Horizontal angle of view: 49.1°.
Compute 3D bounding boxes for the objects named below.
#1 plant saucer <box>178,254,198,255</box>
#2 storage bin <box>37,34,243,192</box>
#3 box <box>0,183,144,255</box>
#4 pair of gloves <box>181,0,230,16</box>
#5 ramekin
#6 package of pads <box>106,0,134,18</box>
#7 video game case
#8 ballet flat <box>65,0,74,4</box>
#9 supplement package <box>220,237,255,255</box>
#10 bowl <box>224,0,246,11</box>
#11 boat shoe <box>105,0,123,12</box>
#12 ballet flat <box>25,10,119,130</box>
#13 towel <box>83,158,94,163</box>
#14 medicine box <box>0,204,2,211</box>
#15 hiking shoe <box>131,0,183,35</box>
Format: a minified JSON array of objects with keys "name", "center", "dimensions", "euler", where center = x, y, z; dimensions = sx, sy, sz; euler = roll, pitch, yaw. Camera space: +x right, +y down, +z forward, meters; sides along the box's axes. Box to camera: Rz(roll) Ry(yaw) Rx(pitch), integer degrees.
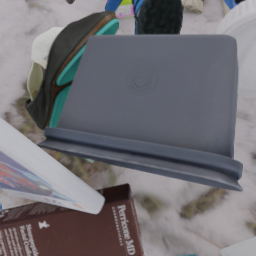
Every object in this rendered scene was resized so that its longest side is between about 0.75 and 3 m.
[{"name":"plant saucer","center":[-0.063,2.254,4.247],"dimensions":[2.409,0.842,0.229],"euler":[-5,85,2]},{"name":"storage bin","center":[0.344,-0.210,3.521],"dimensions":[2.292,1.668,1.539],"euler":[9,80,25]},{"name":"box","center":[-0.847,1.542,3.940],"dimensions":[2.008,0.752,1.006],"euler":[-13,96,0]},{"name":"pair of gloves","center":[2.700,-4.410,8.946],"dimensions":[2.329,0.408,1.981],"euler":[9,66,3]},{"name":"ramekin","center":[2.275,-1.396,4.753],"dimensions":[1.768,1.768,0.823],"euler":[7,54,3]},{"name":"package of pads","center":[0.110,-4.086,8.713],"dimensions":[1.613,0.550,1.246],"euler":[-10,66,-4]},{"name":"video game case","center":[-1.676,0.313,3.308],"dimensions":[2.055,2.255,0.259],"euler":[-4,49,42]},{"name":"ballet flat","center":[-1.315,-2.999,5.713],"dimensions":[0.220,0.948,0.319],"euler":[18,60,21]},{"name":"supplement package","center":[2.242,1.823,3.012],"dimensions":[1.711,2.197,1.218],"euler":[-19,75,1]},{"name":"bowl","center":[3.023,-3.430,5.399],"dimensions":[2.875,2.875,0.564],"euler":[-27,57,-12]},{"name":"boat shoe","center":[-0.197,-2.380,4.968],"dimensions":[0.755,0.318,0.259],"euler":[-46,26,17]},{"name":"ballet flat","center":[-1.176,-0.949,4.610],"dimensions":[0.953,2.786,0.947],"euler":[43,41,2]},{"name":"towel","center":[-0.931,0.255,6.953],"dimensions":[0.783,0.161,1.049],"euler":[27,68,11]},{"name":"medicine box","center":[-2.655,1.132,4.276],"dimensions":[0.709,1.377,1.254],"euler":[-12,107,-3]},{"name":"hiking shoe","center":[0.531,-2.618,5.916],"dimensions":[0.975,1.136,2.620],"euler":[5,92,-19]}]
